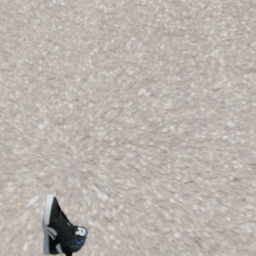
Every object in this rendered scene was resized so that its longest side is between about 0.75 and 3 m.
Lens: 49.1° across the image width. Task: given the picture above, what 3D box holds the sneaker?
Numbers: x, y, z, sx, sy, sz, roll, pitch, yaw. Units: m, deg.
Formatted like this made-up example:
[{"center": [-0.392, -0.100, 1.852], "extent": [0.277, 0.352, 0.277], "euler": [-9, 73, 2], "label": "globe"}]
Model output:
[{"center": [-1.508, 2.391, 6.890], "extent": [1.076, 1.924, 0.703], "euler": [5, 33, -8], "label": "sneaker"}]
